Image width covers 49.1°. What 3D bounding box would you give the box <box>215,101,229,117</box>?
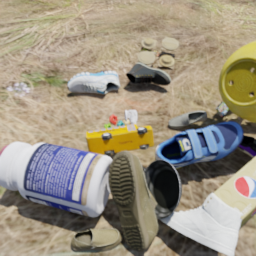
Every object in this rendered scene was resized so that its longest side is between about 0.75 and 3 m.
[{"bbox_3d":[3.794,-0.834,11.028,0.784,0.431,0.136,-47,16,-23],"label":"box"}]

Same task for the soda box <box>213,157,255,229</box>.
[{"bbox_3d":[3.649,1.719,8.188,2.929,0.938,0.992,-30,51,-27],"label":"soda box"}]

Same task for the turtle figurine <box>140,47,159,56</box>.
[{"bbox_3d":[1.023,-3.925,14.486,1.060,0.341,0.855,-26,50,-25],"label":"turtle figurine"}]

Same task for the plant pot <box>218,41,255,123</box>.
[{"bbox_3d":[3.851,-1.387,8.425,1.946,2.741,2.741,-9,38,-47],"label":"plant pot"}]

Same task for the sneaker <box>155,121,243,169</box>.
[{"bbox_3d":[2.111,0.549,8.553,2.832,1.165,1.047,-24,66,13],"label":"sneaker"}]

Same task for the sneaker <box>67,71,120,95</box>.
[{"bbox_3d":[-1.416,-1.815,11.976,2.307,0.865,1.000,-13,51,-13],"label":"sneaker"}]

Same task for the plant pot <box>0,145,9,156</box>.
[{"bbox_3d":[-3.668,0.910,9.125,0.832,0.930,0.930,8,43,29],"label":"plant pot"}]

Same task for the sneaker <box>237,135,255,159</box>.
[{"bbox_3d":[4.220,0.640,9.356,1.388,0.690,0.483,26,68,16],"label":"sneaker"}]

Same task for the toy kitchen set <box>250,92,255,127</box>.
[{"bbox_3d":[4.598,-1.000,10.321,1.195,1.325,1.081,21,39,-9],"label":"toy kitchen set"}]

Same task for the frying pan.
[{"bbox_3d":[0.601,1.622,7.954,0.419,1.557,2.573,10,-4,-34],"label":"frying pan"}]

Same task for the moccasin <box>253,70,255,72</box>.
[{"bbox_3d":[6.888,-2.432,12.446,2.776,1.015,1.071,-1,43,-2],"label":"moccasin"}]

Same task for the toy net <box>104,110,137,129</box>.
[{"bbox_3d":[-0.308,-0.127,9.866,0.418,1.136,2.166,-8,29,32],"label":"toy net"}]

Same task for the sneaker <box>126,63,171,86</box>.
[{"bbox_3d":[0.864,-2.116,12.163,1.868,0.698,0.992,26,51,20],"label":"sneaker"}]

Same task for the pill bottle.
[{"bbox_3d":[-2.030,1.363,7.988,2.956,1.710,1.710,11,45,11],"label":"pill bottle"}]

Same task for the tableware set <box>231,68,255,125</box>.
[{"bbox_3d":[4.422,-1.668,10.297,0.344,2.967,2.479,18,53,36],"label":"tableware set"}]

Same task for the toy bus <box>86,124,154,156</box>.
[{"bbox_3d":[-0.254,0.349,8.549,1.984,0.646,0.777,-10,20,-4],"label":"toy bus"}]

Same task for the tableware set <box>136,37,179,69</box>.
[{"bbox_3d":[1.497,-3.803,13.950,1.897,0.263,2.271,11,60,4],"label":"tableware set"}]

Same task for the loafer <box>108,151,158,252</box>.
[{"bbox_3d":[0.171,1.864,7.432,0.985,2.592,0.874,-9,-1,39],"label":"loafer"}]

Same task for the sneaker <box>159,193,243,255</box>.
[{"bbox_3d":[1.835,2.224,7.125,2.147,0.791,1.241,10,71,46],"label":"sneaker"}]

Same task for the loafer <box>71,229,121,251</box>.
[{"bbox_3d":[-0.832,2.906,7.299,1.342,0.452,0.510,-8,44,-9],"label":"loafer"}]

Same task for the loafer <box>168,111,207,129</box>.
[{"bbox_3d":[2.189,-0.342,10.393,1.454,0.507,0.508,-17,69,13],"label":"loafer"}]
